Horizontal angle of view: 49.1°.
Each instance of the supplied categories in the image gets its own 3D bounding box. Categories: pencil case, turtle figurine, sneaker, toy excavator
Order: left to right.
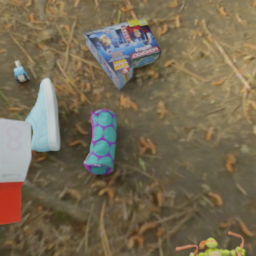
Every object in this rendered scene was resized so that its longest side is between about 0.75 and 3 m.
[{"bbox_3d":[-3.844,-2.030,9.941,0.419,0.816,0.839,-20,95,-8],"label":"toy excavator"},{"bbox_3d":[-2.815,-0.455,8.968,1.043,0.941,2.544,-7,65,-8],"label":"sneaker"},{"bbox_3d":[-0.830,0.420,8.633,0.879,0.810,1.903,10,64,-12],"label":"pencil case"},{"bbox_3d":[2.197,3.575,7.293,1.887,0.608,1.522,-4,73,-11],"label":"turtle figurine"}]

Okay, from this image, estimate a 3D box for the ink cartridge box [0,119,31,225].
[{"bbox_3d":[-2.896,0.884,5.694,1.774,0.623,2.182,7,69,-46],"label":"ink cartridge box"}]

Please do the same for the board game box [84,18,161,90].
[{"bbox_3d":[-0.121,-2.632,10.089,2.345,0.723,2.343,-17,67,-8],"label":"board game box"}]
